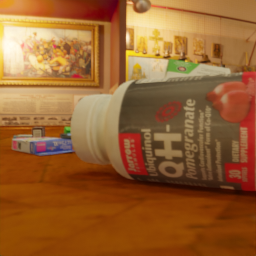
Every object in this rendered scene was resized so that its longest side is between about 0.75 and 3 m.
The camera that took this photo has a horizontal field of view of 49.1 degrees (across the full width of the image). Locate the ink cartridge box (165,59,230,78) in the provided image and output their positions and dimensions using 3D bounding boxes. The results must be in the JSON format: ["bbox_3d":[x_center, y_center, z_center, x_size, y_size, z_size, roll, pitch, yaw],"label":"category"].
[{"bbox_3d":[1.448,-0.471,6.308,1.488,2.039,0.857,12,-35,4],"label":"ink cartridge box"}]

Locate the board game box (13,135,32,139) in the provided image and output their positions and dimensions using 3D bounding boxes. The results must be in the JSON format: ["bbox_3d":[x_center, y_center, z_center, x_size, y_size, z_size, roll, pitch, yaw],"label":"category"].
[{"bbox_3d":[-4.958,0.465,13.744,1.069,0.184,0.723,0,2,4],"label":"board game box"}]

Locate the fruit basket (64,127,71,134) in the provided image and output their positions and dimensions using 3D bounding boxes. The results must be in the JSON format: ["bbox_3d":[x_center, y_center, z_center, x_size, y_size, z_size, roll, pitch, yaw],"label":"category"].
[{"bbox_3d":[-3.476,0.215,16.825,0.841,0.606,0.841,7,18,-2],"label":"fruit basket"}]

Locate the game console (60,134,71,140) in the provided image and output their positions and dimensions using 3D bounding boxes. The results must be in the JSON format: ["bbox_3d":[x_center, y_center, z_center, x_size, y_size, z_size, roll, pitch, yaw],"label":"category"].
[{"bbox_3d":[-2.409,0.429,13.643,1.775,0.275,1.570,-1,2,-16],"label":"game console"}]

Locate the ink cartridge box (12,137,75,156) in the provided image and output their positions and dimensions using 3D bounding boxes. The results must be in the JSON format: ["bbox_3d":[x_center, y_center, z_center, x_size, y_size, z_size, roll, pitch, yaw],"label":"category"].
[{"bbox_3d":[-2.576,0.528,8.544,1.231,0.433,2.062,-2,4,-41],"label":"ink cartridge box"}]

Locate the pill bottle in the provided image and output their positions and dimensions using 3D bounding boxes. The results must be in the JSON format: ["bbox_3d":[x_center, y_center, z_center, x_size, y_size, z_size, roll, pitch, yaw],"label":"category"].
[{"bbox_3d":[0.659,0.035,4.373,2.959,1.638,1.638,0,2,25],"label":"pill bottle"}]

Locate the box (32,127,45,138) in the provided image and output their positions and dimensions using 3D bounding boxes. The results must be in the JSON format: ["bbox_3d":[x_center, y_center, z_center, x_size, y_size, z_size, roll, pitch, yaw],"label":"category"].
[{"bbox_3d":[-4.021,0.275,12.602,0.477,0.638,1.274,0,1,-10],"label":"box"}]
